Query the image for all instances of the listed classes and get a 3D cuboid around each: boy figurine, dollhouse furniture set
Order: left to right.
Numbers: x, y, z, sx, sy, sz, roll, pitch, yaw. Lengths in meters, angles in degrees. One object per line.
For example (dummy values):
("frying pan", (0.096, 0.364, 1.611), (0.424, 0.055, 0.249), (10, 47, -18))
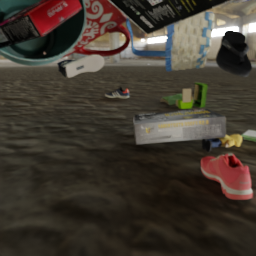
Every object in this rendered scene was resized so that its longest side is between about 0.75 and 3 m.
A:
("dollhouse furniture set", (2.378, -1.523, 12.377), (1.275, 0.976, 1.946), (-5, 16, -18))
("boy figurine", (2.304, 0.341, 6.836), (1.011, 0.326, 0.629), (-5, 16, -20))

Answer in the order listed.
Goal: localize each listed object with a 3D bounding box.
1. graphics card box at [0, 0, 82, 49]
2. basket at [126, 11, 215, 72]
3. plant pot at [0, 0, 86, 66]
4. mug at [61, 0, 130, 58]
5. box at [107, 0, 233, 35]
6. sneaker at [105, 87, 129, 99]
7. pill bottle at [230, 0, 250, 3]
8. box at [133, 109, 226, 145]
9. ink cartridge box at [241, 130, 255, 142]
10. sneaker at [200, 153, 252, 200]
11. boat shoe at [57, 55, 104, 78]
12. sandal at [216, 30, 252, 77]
("graphics card box", (-2.251, -2.511, 6.565), (2.130, 0.542, 1.336), (4, 45, 43))
("basket", (1.427, -3.108, 9.830), (2.836, 1.973, 2.501), (3, -10, 6))
("plant pot", (-2.602, -2.772, 7.339), (2.647, 2.647, 1.773), (-7, -3, -23))
("mug", (-1.516, -3.710, 10.139), (2.995, 2.658, 1.998), (-26, 2, 21))
("box", (0.545, -2.383, 3.912), (2.008, 0.620, 2.514), (-15, -14, 29))
("sneaker", (-0.564, -1.814, 14.281), (1.286, 0.543, 0.482), (4, 16, 15))
("pill bottle", (2.932, -3.556, 6.996), (0.735, 0.735, 1.228), (13, 31, 40))
("box", (1.230, -0.081, 7.363), (2.168, 0.524, 1.717), (-5, 9, 3))
("ink cartridge box", (3.342, 0.266, 7.296), (0.631, 0.208, 0.867), (11, 19, 35))
("sneaker", (1.738, 0.693, 4.952), (0.528, 0.621, 1.431), (-3, 15, -10))
("boat shoe", (-1.320, -1.756, 7.655), (1.271, 0.474, 0.589), (-21, 37, -30))
("sandal", (3.554, -2.688, 9.420), (1.093, 0.616, 2.875), (12, 45, 2))
